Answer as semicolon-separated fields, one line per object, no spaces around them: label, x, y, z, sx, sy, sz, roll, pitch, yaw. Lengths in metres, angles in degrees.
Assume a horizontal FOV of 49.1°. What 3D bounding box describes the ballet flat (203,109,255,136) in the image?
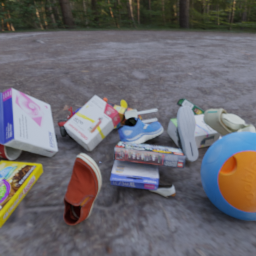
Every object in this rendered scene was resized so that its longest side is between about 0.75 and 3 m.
ballet flat;3.643;0.100;9.267;2.616;0.909;0.909;27;17;-23

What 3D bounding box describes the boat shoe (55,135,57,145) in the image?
boat shoe;-3.187;0.257;10.561;1.483;0.420;0.509;22;15;29

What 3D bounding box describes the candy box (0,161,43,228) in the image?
candy box;-3.563;1.793;7.601;1.407;0.364;2.753;2;26;9

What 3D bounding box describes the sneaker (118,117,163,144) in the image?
sneaker;0.463;0.014;10.061;0.904;1.026;2.302;-25;-3;36

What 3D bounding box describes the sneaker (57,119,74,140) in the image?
sneaker;-1.933;0.067;10.859;1.617;0.790;0.571;-1;-3;-35

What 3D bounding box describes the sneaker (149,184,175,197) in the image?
sneaker;0.927;1.776;7.783;0.852;0.361;0.310;-5;23;45

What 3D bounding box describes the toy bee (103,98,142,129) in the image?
toy bee;-0.627;-0.564;11.255;2.252;1.224;1.474;-8;42;5

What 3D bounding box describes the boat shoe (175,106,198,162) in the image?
boat shoe;1.809;0.207;9.150;0.652;1.808;0.641;-6;1;-24

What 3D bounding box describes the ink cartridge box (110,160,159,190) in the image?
ink cartridge box;0.228;1.243;8.235;1.309;0.460;2.193;6;15;3

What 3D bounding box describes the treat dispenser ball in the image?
treat dispenser ball;2.884;1.160;6.884;2.129;2.129;2.129;0;26;0

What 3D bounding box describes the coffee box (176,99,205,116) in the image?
coffee box;2.805;-0.693;11.698;1.530;0.336;0.941;32;5;-4

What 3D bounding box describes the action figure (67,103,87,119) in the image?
action figure;-2.323;-0.848;12.424;1.146;0.567;0.374;-38;-1;10

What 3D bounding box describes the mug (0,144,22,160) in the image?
mug;-4.583;0.274;9.366;1.679;1.490;1.120;8;43;11

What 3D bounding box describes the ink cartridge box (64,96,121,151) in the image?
ink cartridge box;-1.263;-0.166;10.011;1.193;0.686;1.644;36;71;21

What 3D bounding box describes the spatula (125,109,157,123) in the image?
spatula;0.573;-0.247;10.959;1.510;1.050;0.121;-11;10;-26

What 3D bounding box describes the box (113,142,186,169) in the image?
box;0.622;0.758;8.171;1.944;0.388;1.331;7;5;4

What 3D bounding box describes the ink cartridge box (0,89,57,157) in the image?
ink cartridge box;-3.483;-0.254;9.323;2.233;0.484;2.192;26;36;-48

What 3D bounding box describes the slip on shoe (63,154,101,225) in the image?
slip on shoe;-1.101;1.472;6.381;0.751;2.028;0.621;29;34;20

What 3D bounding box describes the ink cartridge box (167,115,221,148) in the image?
ink cartridge box;2.623;0.115;10.441;1.986;0.668;1.163;-9;41;-22
